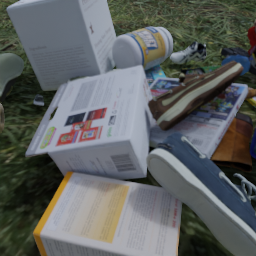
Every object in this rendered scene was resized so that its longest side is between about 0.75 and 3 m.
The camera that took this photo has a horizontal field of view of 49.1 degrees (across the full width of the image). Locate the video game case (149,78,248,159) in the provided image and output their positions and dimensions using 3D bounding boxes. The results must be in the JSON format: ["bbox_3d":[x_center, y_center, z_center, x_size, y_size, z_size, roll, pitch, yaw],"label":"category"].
[{"bbox_3d":[1.213,-0.385,6.804,2.553,0.293,2.326,13,51,39],"label":"video game case"}]

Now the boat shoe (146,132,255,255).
[{"bbox_3d":[1.562,1.223,4.681,2.832,1.060,0.876,41,60,16],"label":"boat shoe"}]

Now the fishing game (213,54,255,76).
[{"bbox_3d":[3.527,-2.075,9.225,1.326,0.949,0.206,-13,49,39],"label":"fishing game"}]

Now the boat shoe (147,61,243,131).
[{"bbox_3d":[1.437,-0.910,6.125,2.291,0.846,0.848,-34,74,-11],"label":"boat shoe"}]

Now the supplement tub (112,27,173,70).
[{"bbox_3d":[0.503,-2.612,9.358,1.806,1.306,1.306,-30,47,-33],"label":"supplement tub"}]

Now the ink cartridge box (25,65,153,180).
[{"bbox_3d":[-0.705,-0.104,6.335,2.262,1.080,2.577,-9,40,18],"label":"ink cartridge box"}]

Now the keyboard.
[{"bbox_3d":[4.746,-2.678,10.881,1.439,0.548,2.765,-13,39,-17],"label":"keyboard"}]

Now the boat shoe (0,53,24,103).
[{"bbox_3d":[-4.113,-1.476,8.890,0.897,0.757,2.516,27,42,-15],"label":"boat shoe"}]

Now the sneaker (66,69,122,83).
[{"bbox_3d":[-0.706,-0.908,8.201,2.588,0.995,1.147,-6,62,24],"label":"sneaker"}]

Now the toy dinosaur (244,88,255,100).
[{"bbox_3d":[3.788,-1.258,6.546,1.579,2.973,0.898,-22,75,-13],"label":"toy dinosaur"}]

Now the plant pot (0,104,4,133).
[{"bbox_3d":[-4.199,-0.099,6.440,2.114,2.309,2.309,12,38,-2],"label":"plant pot"}]

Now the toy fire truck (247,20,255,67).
[{"bbox_3d":[4.735,-3.472,9.506,1.372,1.877,2.132,-17,72,-6],"label":"toy fire truck"}]

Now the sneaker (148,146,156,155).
[{"bbox_3d":[0.338,0.535,6.748,1.243,0.515,0.441,-2,41,-2],"label":"sneaker"}]

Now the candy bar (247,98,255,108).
[{"bbox_3d":[4.099,-0.601,8.472,0.447,0.199,1.791,-9,38,-14],"label":"candy bar"}]

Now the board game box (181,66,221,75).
[{"bbox_3d":[2.435,-1.657,9.255,1.323,0.693,0.155,-2,12,10],"label":"board game box"}]

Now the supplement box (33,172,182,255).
[{"bbox_3d":[-0.247,1.713,4.960,2.280,0.838,1.437,8,38,12],"label":"supplement box"}]

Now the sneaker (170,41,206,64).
[{"bbox_3d":[2.294,-2.887,10.537,1.363,0.887,0.544,2,64,4],"label":"sneaker"}]

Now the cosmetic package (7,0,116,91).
[{"bbox_3d":[-1.877,-3.025,9.174,2.308,2.775,2.322,-3,37,18],"label":"cosmetic package"}]

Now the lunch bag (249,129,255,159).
[{"bbox_3d":[4.207,-0.243,5.963,2.303,2.709,1.726,-11,40,-13],"label":"lunch bag"}]

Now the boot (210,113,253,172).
[{"bbox_3d":[2.280,0.284,7.168,1.705,0.620,1.811,17,46,12],"label":"boot"}]

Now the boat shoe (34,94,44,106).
[{"bbox_3d":[-2.731,-0.870,8.546,0.287,0.282,0.796,9,12,-31],"label":"boat shoe"}]

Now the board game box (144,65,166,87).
[{"bbox_3d":[0.477,-1.748,9.727,1.460,0.454,1.934,-6,39,-6],"label":"board game box"}]
